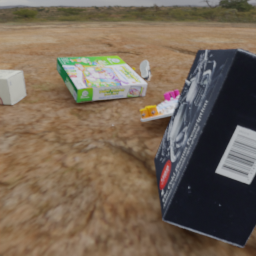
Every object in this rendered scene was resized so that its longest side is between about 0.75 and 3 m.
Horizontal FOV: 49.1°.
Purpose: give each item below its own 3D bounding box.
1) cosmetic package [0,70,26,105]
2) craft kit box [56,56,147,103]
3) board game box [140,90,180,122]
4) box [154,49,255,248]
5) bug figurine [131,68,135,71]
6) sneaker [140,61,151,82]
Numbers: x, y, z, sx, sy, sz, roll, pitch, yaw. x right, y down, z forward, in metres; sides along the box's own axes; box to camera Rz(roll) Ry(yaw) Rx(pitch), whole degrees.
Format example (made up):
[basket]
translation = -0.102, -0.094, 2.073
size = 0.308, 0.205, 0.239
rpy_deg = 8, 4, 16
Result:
[cosmetic package]
translation = -5.475, -1.629, 10.974
size = 2.463, 1.074, 1.273
rpy_deg = 4, 25, 9
[craft kit box]
translation = -1.181, -2.144, 11.721
size = 2.935, 0.721, 2.972
rpy_deg = -7, 38, -28
[board game box]
translation = 2.149, -1.035, 8.853
size = 2.926, 0.379, 2.927
rpy_deg = -13, 12, 28
[box]
translation = 1.549, 0.104, 4.868
size = 1.359, 2.611, 2.377
rpy_deg = 20, 15, -2
[bug figurine]
translation = -0.657, -2.735, 13.758
size = 2.112, 0.543, 1.638
rpy_deg = 29, 42, 29
[sneaker]
translation = 0.747, -2.405, 11.936
size = 0.406, 0.411, 1.035
rpy_deg = -16, 50, 24
